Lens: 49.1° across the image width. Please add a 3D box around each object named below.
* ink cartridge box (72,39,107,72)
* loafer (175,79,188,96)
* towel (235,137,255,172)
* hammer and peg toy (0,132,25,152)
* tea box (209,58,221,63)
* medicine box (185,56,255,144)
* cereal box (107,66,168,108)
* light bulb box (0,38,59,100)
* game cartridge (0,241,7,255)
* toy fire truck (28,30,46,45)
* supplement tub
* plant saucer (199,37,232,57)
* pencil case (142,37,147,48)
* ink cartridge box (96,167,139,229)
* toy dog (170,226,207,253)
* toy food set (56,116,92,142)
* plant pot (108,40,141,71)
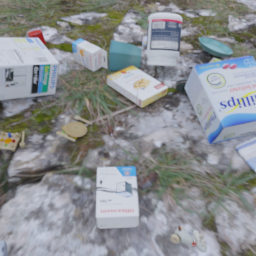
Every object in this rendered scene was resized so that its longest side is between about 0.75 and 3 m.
[{"bbox_3d":[-1.664,-3.099,12.134,1.607,0.925,0.545,32,54,27],"label":"ink cartridge box"},{"bbox_3d":[2.741,-1.415,10.807,1.884,0.677,0.593,11,54,7],"label":"loafer"},{"bbox_3d":[4.608,1.068,8.765,1.567,0.254,2.134,-20,51,-16],"label":"towel"},{"bbox_3d":[-3.827,0.450,9.282,0.941,0.332,0.692,5,47,0],"label":"hammer and peg toy"},{"bbox_3d":[3.710,-2.378,11.715,0.849,0.577,0.863,30,54,23],"label":"tea box"},{"bbox_3d":[3.542,-0.977,9.598,2.282,1.290,2.506,-12,62,-10],"label":"medicine box"},{"bbox_3d":[0.351,-1.685,11.105,1.467,0.403,2.039,-31,53,-34],"label":"cereal box"},{"bbox_3d":[-4.198,-2.336,10.692,2.293,1.431,2.273,-12,46,-36],"label":"light bulb box"},{"bbox_3d":[-3.464,3.782,6.166,1.495,0.454,2.242,-9,48,-13],"label":"game cartridge"},{"bbox_3d":[-4.928,-3.408,12.575,2.742,0.668,1.934,-24,48,-17],"label":"toy fire truck"},{"bbox_3d":[1.468,-3.616,11.661,1.407,2.005,1.407,3,12,-1],"label":"supplement tub"},{"bbox_3d":[3.953,-3.657,12.846,1.638,0.294,1.638,13,37,-10],"label":"plant saucer"},{"bbox_3d":[1.289,-4.051,13.308,1.244,0.517,0.564,2,56,2],"label":"pencil case"},{"bbox_3d":[-0.304,1.884,7.736,1.127,0.661,1.539,-2,46,-3],"label":"ink cartridge box"},{"bbox_3d":[1.446,2.580,6.629,0.855,0.412,0.564,6,31,12],"label":"toy dog"},{"bbox_3d":[-1.848,0.080,9.724,0.839,0.244,1.215,24,41,14],"label":"toy food set"},{"bbox_3d":[-0.125,-3.088,12.150,1.364,0.964,0.964,5,47,-1],"label":"plant pot"}]
